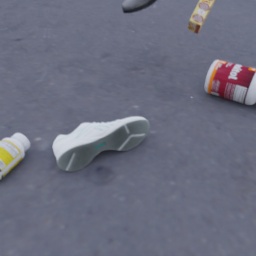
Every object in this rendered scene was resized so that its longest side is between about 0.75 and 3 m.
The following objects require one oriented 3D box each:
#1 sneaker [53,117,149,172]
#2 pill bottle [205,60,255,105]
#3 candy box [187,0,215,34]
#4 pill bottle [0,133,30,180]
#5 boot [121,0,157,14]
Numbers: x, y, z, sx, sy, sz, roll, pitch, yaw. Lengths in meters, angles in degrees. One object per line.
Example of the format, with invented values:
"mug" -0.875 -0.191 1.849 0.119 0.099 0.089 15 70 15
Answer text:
"sneaker" -0.666 0.159 7.012 2.545 0.895 1.020 -18 38 -22
"pill bottle" 3.543 -1.384 8.840 1.969 1.112 1.112 22 42 26
"candy box" 2.405 -3.816 8.744 0.420 1.520 0.877 28 5 7
"pill bottle" -2.868 0.650 6.552 0.654 0.654 1.175 15 40 19
"boot" 0.658 -5.331 9.585 2.739 1.803 0.956 -34 38 0
